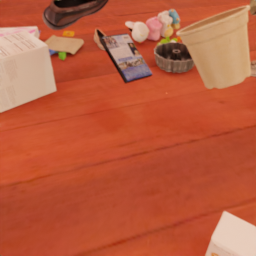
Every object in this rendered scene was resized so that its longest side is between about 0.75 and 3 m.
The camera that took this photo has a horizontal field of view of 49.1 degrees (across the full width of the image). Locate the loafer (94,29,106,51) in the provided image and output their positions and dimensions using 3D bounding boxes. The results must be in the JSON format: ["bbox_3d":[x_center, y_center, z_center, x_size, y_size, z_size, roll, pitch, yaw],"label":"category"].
[{"bbox_3d":[-1.205,-4.162,13.227,0.609,0.533,1.694,-19,43,-21],"label":"loafer"}]

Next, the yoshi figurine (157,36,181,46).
[{"bbox_3d":[1.911,-3.878,12.863,1.109,0.621,0.623,-11,48,-9],"label":"yoshi figurine"}]

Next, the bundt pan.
[{"bbox_3d":[1.953,-2.845,11.522,1.848,0.694,1.848,-1,40,1],"label":"bundt pan"}]

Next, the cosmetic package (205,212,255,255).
[{"bbox_3d":[2.700,2.598,4.596,2.804,1.157,0.710,23,44,26],"label":"cosmetic package"}]

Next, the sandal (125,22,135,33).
[{"bbox_3d":[0.597,-4.912,14.229,1.792,0.514,0.687,-3,46,-37],"label":"sandal"}]

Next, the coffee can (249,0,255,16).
[{"bbox_3d":[5.673,-4.508,9.689,2.243,1.642,1.642,12,40,-3],"label":"coffee can"}]

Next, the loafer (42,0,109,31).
[{"bbox_3d":[-1.316,-3.926,8.349,1.016,0.890,2.827,46,64,-7],"label":"loafer"}]

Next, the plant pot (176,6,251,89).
[{"bbox_3d":[2.302,-1.924,7.059,1.764,1.615,1.764,-20,19,7],"label":"plant pot"}]

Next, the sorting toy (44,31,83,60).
[{"bbox_3d":[-2.990,-3.763,12.903,1.543,0.373,2.740,12,41,8],"label":"sorting toy"}]

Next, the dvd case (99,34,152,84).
[{"bbox_3d":[-0.053,-1.840,7.312,0.991,0.122,1.389,-23,80,-39],"label":"dvd case"}]

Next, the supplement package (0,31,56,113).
[{"bbox_3d":[-4.045,-1.959,9.580,2.352,1.785,1.772,-28,47,-30],"label":"supplement package"}]

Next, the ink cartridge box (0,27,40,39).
[{"bbox_3d":[-5.479,-3.993,12.454,2.760,0.609,2.811,-5,41,-6],"label":"ink cartridge box"}]

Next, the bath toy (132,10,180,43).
[{"bbox_3d":[1.284,-4.823,13.688,2.758,1.199,1.019,-29,7,-27],"label":"bath toy"}]

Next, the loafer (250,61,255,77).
[{"bbox_3d":[5.580,-2.447,11.003,2.327,0.731,0.836,7,40,9],"label":"loafer"}]
